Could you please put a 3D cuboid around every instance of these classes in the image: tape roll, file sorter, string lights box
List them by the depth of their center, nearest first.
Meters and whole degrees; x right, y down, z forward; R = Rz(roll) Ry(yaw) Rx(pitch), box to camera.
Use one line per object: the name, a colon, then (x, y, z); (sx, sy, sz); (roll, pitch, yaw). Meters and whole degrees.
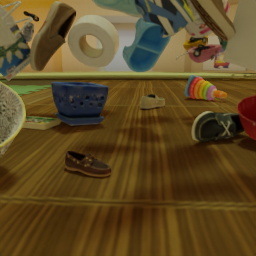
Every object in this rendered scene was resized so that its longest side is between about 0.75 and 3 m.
file sorter: (2.808, -2.099, 4.890); (1.407, 2.028, 1.263); (27, 43, 27)
file sorter: (-3.391, -2.971, 6.477); (1.307, 1.883, 1.173); (-4, 47, 25)
string lights box: (-4.336, -2.849, 9.706); (1.431, 0.821, 2.785); (-45, -5, -11)
tape roll: (-1.337, -3.343, 10.954); (1.945, 1.945, 0.680); (4, 45, 16)

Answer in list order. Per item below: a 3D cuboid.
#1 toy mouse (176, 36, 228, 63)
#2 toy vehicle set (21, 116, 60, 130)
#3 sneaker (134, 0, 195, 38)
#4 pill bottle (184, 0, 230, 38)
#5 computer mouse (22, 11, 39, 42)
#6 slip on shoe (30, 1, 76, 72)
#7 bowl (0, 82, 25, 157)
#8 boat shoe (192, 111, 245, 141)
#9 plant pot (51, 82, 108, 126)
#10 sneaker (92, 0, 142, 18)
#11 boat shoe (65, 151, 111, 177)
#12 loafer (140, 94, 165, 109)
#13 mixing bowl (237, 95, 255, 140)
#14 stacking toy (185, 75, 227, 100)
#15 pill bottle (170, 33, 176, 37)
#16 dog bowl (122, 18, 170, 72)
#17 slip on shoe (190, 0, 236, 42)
toy mouse: (2.918, -2.715, 9.494); (2.682, 0.519, 2.383); (-36, 34, -29)
toy vehicle set: (-2.890, -0.167, 8.698); (1.280, 0.170, 0.795); (5, 15, 19)
sneaker: (0.324, -2.089, 4.417); (0.700, 1.703, 0.630); (-33, 35, 32)
pill bottle: (1.344, -3.096, 6.324); (1.950, 1.105, 1.105); (37, -8, -32)
computer mouse: (-3.965, -4.004, 11.185); (0.622, 1.134, 0.249); (17, 16, -9)
slip on shoe: (-2.791, -3.353, 10.507); (0.830, 2.739, 1.041); (23, -5, 10)
bowl: (-3.055, 0.097, 4.958); (2.315, 1.087, 2.315); (11, 39, -9)
boat shoe: (2.360, -0.061, 7.104); (1.992, 0.715, 0.673); (-9, 12, -39)
plant pot: (-1.544, -0.785, 8.843); (1.383, 1.243, 1.383); (-5, 14, -34)
sneaker: (-0.030, -3.179, 6.827); (2.013, 0.744, 0.825); (7, 10, 10)
boat shoe: (-0.753, 0.637, 5.091); (0.968, 0.340, 0.341); (8, 15, 24)
loafer: (1.084, -1.162, 11.913); (0.620, 0.560, 1.639); (9, 16, 32)
mixing bowl: (3.440, -0.144, 6.908); (1.459, 0.790, 1.459); (-7, 33, 5)
stacking toy: (3.999, -1.834, 14.034); (1.207, 1.142, 2.080); (-1, 21, -47)
pill bottle: (0.976, -4.254, 9.967); (1.151, 2.107, 1.151); (-15, 7, 2)
dog bowl: (0.538, -2.351, 7.998); (1.022, 1.834, 0.455); (12, 46, -23)
slip on shoe: (1.363, -2.415, 4.921); (0.578, 1.909, 0.726); (-36, -11, 13)
